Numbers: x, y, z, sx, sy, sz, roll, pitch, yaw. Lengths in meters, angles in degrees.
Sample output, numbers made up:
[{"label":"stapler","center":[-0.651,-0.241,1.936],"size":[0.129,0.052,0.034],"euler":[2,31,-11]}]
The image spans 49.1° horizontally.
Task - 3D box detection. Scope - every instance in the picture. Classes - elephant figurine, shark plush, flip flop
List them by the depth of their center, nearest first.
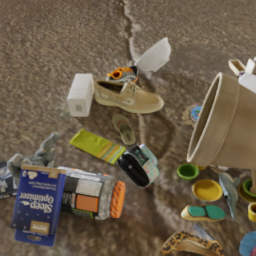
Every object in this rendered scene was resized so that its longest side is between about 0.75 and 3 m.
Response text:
[{"label":"shark plush","center":[2.754,1.878,7.813],"size":[0.578,1.273,0.530],"euler":[-3,-8,40]},{"label":"elephant figurine","center":[-2.624,1.082,8.431],"size":[1.187,1.302,1.678],"euler":[54,28,2]},{"label":"flip flop","center":[-0.153,0.011,9.842],"size":[0.561,0.399,1.385],"euler":[-22,54,-5]}]

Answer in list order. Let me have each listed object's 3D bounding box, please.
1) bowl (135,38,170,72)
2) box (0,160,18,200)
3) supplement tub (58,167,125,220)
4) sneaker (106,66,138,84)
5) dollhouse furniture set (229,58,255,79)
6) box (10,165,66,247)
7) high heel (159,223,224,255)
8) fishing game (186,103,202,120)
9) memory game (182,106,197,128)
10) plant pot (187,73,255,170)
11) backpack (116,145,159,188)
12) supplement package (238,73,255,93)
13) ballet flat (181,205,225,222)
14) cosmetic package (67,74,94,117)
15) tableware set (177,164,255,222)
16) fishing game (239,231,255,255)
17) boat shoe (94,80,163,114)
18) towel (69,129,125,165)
[{"label":"bowl","center":[1.241,-3.081,12.447],"size":[0.826,1.837,1.837],"euler":[51,56,-2]},{"label":"box","center":[-3.790,1.574,8.425],"size":[0.995,0.270,1.243],"euler":[-12,46,-12]},{"label":"supplement tub","center":[-1.114,1.782,7.563],"size":[1.935,1.186,1.186],"euler":[9,45,9]},{"label":"sneaker","center":[-0.221,-2.245,11.987],"size":[0.781,0.771,1.996],"euler":[27,48,27]},{"label":"dollhouse furniture set","center":[4.771,-2.744,12.134],"size":[1.408,1.262,1.777],"euler":[-9,45,-9]},{"label":"box","center":[-2.226,1.897,6.908],"size":[1.131,0.303,1.867],"euler":[3,78,14]},{"label":"high heel","center":[1.566,2.982,6.784],"size":[1.442,0.515,1.028],"euler":[-16,41,-28]},{"label":"fishing game","center":[2.810,-0.573,10.582],"size":[0.869,0.189,1.214],"euler":[-23,47,-25]},{"label":"memory game","center":[2.680,-0.400,10.583],"size":[1.284,0.082,1.284],"euler":[0,44,0]},{"label":"plant pot","center":[3.212,0.069,7.904],"size":[2.331,2.687,2.687],"euler":[18,47,7]},{"label":"backpack","center":[0.352,1.147,8.264],"size":[0.873,1.030,1.160],"euler":[-31,78,-35]},{"label":"supplement package","center":[4.052,-0.713,9.833],"size":[1.109,1.558,2.000],"euler":[29,51,26]},{"label":"ballet flat","center":[1.995,2.303,7.523],"size":[1.324,0.417,0.454],"euler":[14,47,-24]},{"label":"cosmetic package","center":[-1.802,-1.293,10.920],"size":[0.702,0.890,1.654],"euler":[0,43,3]},{"label":"tableware set","center":[2.765,1.584,7.959],"size":[1.816,0.414,2.696],"euler":[-24,37,-21]},{"label":"fishing game","center":[3.428,3.037,6.728],"size":[1.975,0.307,1.414],"euler":[-25,40,-31]},{"label":"boat shoe","center":[-0.005,-1.291,10.897],"size":[2.791,0.907,1.007],"euler":[12,46,12]},{"label":"towel","center":[-1.050,0.603,9.498],"size":[1.833,0.166,0.789],"euler":[23,48,22]}]
